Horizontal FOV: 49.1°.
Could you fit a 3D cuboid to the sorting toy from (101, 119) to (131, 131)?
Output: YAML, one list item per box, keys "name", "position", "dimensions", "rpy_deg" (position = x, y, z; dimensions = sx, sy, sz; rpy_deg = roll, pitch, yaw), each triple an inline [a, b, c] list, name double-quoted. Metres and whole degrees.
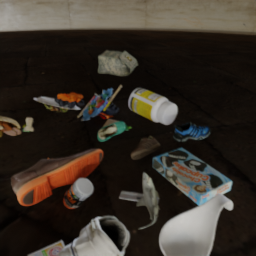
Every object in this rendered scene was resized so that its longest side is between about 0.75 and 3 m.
- name: "sorting toy"
  position: [-0.468, 0.000, 11.631]
  dimensions: [1.132, 0.167, 0.837]
  rpy_deg: [13, 39, 18]

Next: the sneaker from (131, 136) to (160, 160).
- name: "sneaker"
  position: [0.501, 0.675, 9.746]
  dimensions: [1.450, 0.511, 0.548]
  rpy_deg: [-15, 61, -48]

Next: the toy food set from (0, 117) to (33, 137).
- name: "toy food set"
  position: [-4.813, 0.059, 10.192]
  dimensions: [2.604, 0.523, 1.798]
  rpy_deg: [1, -17, -19]

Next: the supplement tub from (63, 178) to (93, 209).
- name: "supplement tub"
  position: [-1.315, 1.725, 7.256]
  dimensions: [0.525, 0.857, 0.525]
  rpy_deg: [26, 36, -21]

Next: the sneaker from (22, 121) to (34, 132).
- name: "sneaker"
  position: [-4.130, -0.049, 11.713]
  dimensions: [0.341, 0.312, 0.801]
  rpy_deg: [14, 33, -1]

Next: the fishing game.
- name: "fishing game"
  position: [-1.389, -1.050, 11.899]
  dimensions: [1.889, 0.410, 2.638]
  rpy_deg: [-55, 24, -20]

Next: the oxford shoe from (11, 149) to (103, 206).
- name: "oxford shoe"
  position: [-1.909, 1.082, 7.775]
  dimensions: [2.627, 0.936, 0.958]
  rpy_deg: [-23, 49, -33]

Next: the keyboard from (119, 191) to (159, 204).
- name: "keyboard"
  position: [0.303, 1.944, 7.815]
  dimensions: [1.089, 0.058, 0.306]
  rpy_deg: [5, 31, 11]

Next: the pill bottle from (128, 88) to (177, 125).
- name: "pill bottle"
  position: [1.076, -0.932, 12.324]
  dimensions: [1.150, 1.150, 2.013]
  rpy_deg: [-22, 39, -38]

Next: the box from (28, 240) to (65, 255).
- name: "box"
  position: [-1.689, 2.843, 5.181]
  dimensions: [1.366, 0.692, 0.768]
  rpy_deg: [-15, 30, -28]

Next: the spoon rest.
- name: "spoon rest"
  position: [1.608, 2.163, 6.274]
  dimensions: [2.185, 0.662, 1.086]
  rpy_deg: [-32, 49, -31]

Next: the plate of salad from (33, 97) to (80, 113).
- name: "plate of salad"
  position: [-3.342, -1.025, 13.120]
  dimensions: [2.189, 0.526, 2.189]
  rpy_deg: [14, 7, -2]

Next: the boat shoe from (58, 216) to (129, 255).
- name: "boat shoe"
  position: [-0.427, 2.036, 5.092]
  dimensions: [0.885, 2.693, 0.969]
  rpy_deg: [-40, 73, -5]

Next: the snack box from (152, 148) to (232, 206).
- name: "snack box"
  position: [1.859, 1.381, 8.474]
  dimensions: [1.243, 0.397, 2.140]
  rpy_deg: [-16, 31, -28]

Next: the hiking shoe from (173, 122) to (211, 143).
- name: "hiking shoe"
  position: [2.516, 0.108, 10.799]
  dimensions: [1.587, 0.688, 0.591]
  rpy_deg: [-11, 35, -17]

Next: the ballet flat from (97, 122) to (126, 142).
- name: "ballet flat"
  position: [-0.745, 0.133, 10.013]
  dimensions: [1.472, 0.496, 0.518]
  rpy_deg: [-25, -12, 38]

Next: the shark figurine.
- name: "shark figurine"
  position: [0.486, 2.023, 7.265]
  dimensions: [0.619, 0.886, 1.483]
  rpy_deg: [-18, 43, 14]

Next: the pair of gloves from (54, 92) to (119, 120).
- name: "pair of gloves"
  position: [-1.844, -1.105, 12.893]
  dimensions: [2.825, 0.349, 2.517]
  rpy_deg: [18, 17, 4]

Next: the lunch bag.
- name: "lunch bag"
  position: [-0.666, -4.562, 19.714]
  dimensions: [2.475, 1.455, 2.030]
  rpy_deg: [10, 30, 10]
